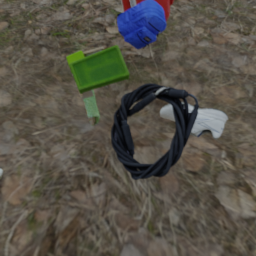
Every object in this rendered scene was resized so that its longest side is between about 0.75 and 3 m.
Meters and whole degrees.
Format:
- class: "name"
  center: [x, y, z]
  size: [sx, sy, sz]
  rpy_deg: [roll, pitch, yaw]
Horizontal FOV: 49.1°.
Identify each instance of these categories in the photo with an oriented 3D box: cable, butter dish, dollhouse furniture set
- class: "cable"
  center: [0.443, 0.045, 6.292]
  size: [1.859, 0.579, 2.278]
  rpy_deg: [21, 83, 21]
- class: "butter dish"
  center: [0.758, -4.251, 9.414]
  size: [1.630, 2.205, 2.199]
  rpy_deg: [-16, 18, -13]
- class: "dollhouse furniture set"
  center: [-0.752, -1.120, 7.279]
  size: [1.138, 2.948, 1.474]
  rpy_deg: [-20, 83, -7]

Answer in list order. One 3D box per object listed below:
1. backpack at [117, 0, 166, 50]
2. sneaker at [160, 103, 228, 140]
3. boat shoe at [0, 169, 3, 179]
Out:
- class: "backpack"
  center: [0.454, -2.806, 7.689]
  size: [1.186, 0.964, 0.995]
  rpy_deg: [-21, 71, 34]
- class: "sneaker"
  center: [1.630, -0.189, 7.269]
  size: [1.749, 0.652, 0.762]
  rpy_deg: [12, 79, 23]
- class: "boat shoe"
  center: [-4.167, 1.547, 8.423]
  size: [0.341, 0.312, 0.913]
  rpy_deg: [24, 53, 20]
